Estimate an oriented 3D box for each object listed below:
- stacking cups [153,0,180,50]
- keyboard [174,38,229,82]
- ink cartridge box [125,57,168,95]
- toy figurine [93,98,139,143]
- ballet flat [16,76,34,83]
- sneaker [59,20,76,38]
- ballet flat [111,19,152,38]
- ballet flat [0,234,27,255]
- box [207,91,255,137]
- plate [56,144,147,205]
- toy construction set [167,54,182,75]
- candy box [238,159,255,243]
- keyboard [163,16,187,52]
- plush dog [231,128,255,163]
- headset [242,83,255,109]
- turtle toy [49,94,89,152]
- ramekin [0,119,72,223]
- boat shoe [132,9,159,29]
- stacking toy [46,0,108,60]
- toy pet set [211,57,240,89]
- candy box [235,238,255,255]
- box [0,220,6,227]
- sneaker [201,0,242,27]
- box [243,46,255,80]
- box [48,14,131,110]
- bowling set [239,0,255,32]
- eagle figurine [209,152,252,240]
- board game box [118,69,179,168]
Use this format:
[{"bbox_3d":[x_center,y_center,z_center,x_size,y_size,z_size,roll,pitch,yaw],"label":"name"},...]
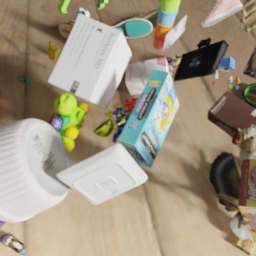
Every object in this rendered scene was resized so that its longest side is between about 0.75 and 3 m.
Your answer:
[{"bbox_3d":[1.415,-4.265,10.671,0.845,2.792,0.845,6,49,-7],"label":"stacking cups"},{"bbox_3d":[2.578,-2.473,10.044,0.345,2.686,1.613,22,87,-19],"label":"keyboard"},{"bbox_3d":[0.879,-2.342,12.646,1.852,0.767,1.357,-8,53,13],"label":"ink cartridge box"},{"bbox_3d":[-0.028,0.038,8.456,1.115,1.266,2.113,-11,24,30],"label":"toy figurine"},{"bbox_3d":[-4.821,-2.303,13.214,0.886,0.300,0.320,7,35,10],"label":"ballet flat"},{"bbox_3d":[-2.427,-5.167,14.862,2.586,1.012,0.999,25,53,18],"label":"sneaker"},{"bbox_3d":[-0.091,-3.699,10.560,2.021,0.702,0.702,-9,53,13],"label":"ballet flat"},{"bbox_3d":[-3.627,3.602,8.793,1.056,0.380,0.380,22,57,16],"label":"ballet flat"},{"bbox_3d":[3.788,-0.180,9.306,1.049,0.785,2.095,-46,64,-6],"label":"box"},{"bbox_3d":[-0.555,1.274,6.825,1.718,1.721,0.278,-27,45,10],"label":"plate"},{"bbox_3d":[2.429,-3.024,13.485,1.579,0.727,1.035,-20,69,-17],"label":"toy construction set"},{"bbox_3d":[3.196,1.841,6.758,0.598,2.119,1.236,-5,49,34],"label":"candy box"},{"bbox_3d":[1.942,-3.916,11.509,0.131,0.691,2.457,19,44,19],"label":"keyboard"},{"bbox_3d":[3.672,0.627,8.185,1.519,1.218,1.304,-7,80,-17],"label":"plush dog"},{"bbox_3d":[6.172,-1.481,12.077,2.297,1.079,1.418,4,54,17],"label":"headset"},{"bbox_3d":[-1.893,-0.258,8.687,0.973,1.924,1.402,22,48,-6],"label":"turtle toy"},{"bbox_3d":[-2.590,1.001,7.334,1.373,2.616,2.616,-20,53,14],"label":"ramekin"},{"bbox_3d":[0.987,-5.994,15.459,2.661,1.007,0.983,-33,57,-23],"label":"boat shoe"},{"bbox_3d":[-1.967,-3.935,11.041,2.042,2.709,0.636,-25,67,-43],"label":"stacking toy"},{"bbox_3d":[2.926,-1.609,8.150,0.822,0.437,0.768,8,80,-4],"label":"toy pet set"},{"bbox_3d":[3.844,3.532,8.917,0.493,0.236,0.854,32,60,21],"label":"candy box"},{"bbox_3d":[-4.449,2.333,8.697,1.124,2.011,2.850,33,61,23],"label":"box"},{"bbox_3d":[3.212,-4.269,10.027,1.505,0.567,0.787,-27,87,11],"label":"sneaker"},{"bbox_3d":[5.079,-2.553,10.558,0.354,1.464,1.160,13,22,-16],"label":"box"},{"bbox_3d":[-1.114,-2.007,9.180,1.499,2.294,2.282,25,91,8],"label":"box"},{"bbox_3d":[4.426,-4.460,10.501,0.825,1.069,1.536,-31,36,31],"label":"bowling set"},{"bbox_3d":[3.963,2.033,9.328,2.046,2.711,2.057,-34,97,20],"label":"eagle figurine"},{"bbox_3d":[0.711,-0.216,8.212,0.548,1.762,2.334,17,70,27],"label":"board game box"}]
